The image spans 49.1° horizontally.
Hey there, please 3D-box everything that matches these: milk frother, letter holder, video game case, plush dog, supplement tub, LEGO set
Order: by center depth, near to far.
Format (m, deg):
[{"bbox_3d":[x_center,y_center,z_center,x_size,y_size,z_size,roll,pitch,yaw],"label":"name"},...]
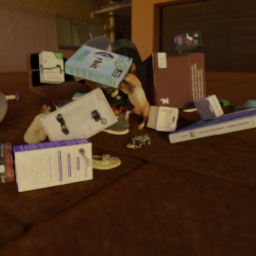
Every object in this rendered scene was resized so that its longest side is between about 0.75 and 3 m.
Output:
[{"bbox_3d":[-3.265,0.807,5.869,1.646,0.880,0.880,-5,16,-19],"label":"supplement tub"},{"bbox_3d":[0.359,0.382,8.636,0.664,0.290,1.023,4,15,13],"label":"LEGO set"},{"bbox_3d":[-2.280,0.046,8.718,1.266,1.182,1.474,30,24,5],"label":"plush dog"},{"bbox_3d":[3.103,-0.182,8.967,2.660,0.342,2.926,-15,2,36],"label":"video game case"},{"bbox_3d":[-2.367,-1.914,10.622,1.825,1.292,2.568,-6,-5,7],"label":"letter holder"},{"bbox_3d":[-0.750,-2.698,11.317,2.265,2.361,2.510,-36,46,0],"label":"milk frother"}]

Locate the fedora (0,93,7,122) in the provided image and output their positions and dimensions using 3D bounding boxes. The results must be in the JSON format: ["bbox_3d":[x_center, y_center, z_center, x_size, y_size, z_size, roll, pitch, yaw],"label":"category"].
[{"bbox_3d":[-3.989,-0.460,7.600,1.601,1.811,0.818,49,6,33],"label":"fedora"}]

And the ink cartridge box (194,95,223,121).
[{"bbox_3d":[2.795,-0.682,9.607,0.421,0.714,1.241,-25,1,-8],"label":"ink cartridge box"}]

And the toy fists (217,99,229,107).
[{"bbox_3d":[5.091,-1.384,15.359,0.478,0.322,0.937,-7,15,-29],"label":"toy fists"}]

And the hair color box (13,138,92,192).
[{"bbox_3d":[-1.593,0.761,6.043,1.571,0.859,0.509,-5,15,-22],"label":"hair color box"}]

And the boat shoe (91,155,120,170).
[{"bbox_3d":[-0.742,0.797,6.924,1.110,0.349,0.405,-1,15,-3],"label":"boat shoe"}]

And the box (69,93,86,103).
[{"bbox_3d":[-1.369,-0.654,9.409,1.093,0.653,2.656,3,15,-6],"label":"box"}]

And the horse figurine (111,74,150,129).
[{"bbox_3d":[0.146,-1.115,10.132,0.695,2.784,1.845,-27,8,32],"label":"horse figurine"}]

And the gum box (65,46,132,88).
[{"bbox_3d":[-0.841,-1.851,8.283,1.601,0.357,1.360,18,40,7],"label":"gum box"}]

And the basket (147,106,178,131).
[{"bbox_3d":[1.231,-0.339,10.034,0.842,0.834,0.677,5,7,-29],"label":"basket"}]

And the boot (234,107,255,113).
[{"bbox_3d":[5.314,-0.689,12.334,1.446,0.522,1.092,8,13,8],"label":"boot"}]

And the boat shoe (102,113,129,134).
[{"bbox_3d":[-1.187,-0.280,10.257,2.582,0.736,0.863,5,16,18],"label":"boat shoe"}]

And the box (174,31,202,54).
[{"bbox_3d":[2.088,-2.989,9.824,0.899,0.549,0.477,-10,0,9],"label":"box"}]

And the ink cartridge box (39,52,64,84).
[{"bbox_3d":[-2.133,-1.666,7.803,0.587,0.800,0.332,-4,1,-36],"label":"ink cartridge box"}]

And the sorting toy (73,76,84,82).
[{"bbox_3d":[-1.450,-2.029,9.280,0.914,0.823,0.488,-6,-11,30],"label":"sorting toy"}]

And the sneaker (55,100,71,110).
[{"bbox_3d":[-2.737,-1.151,13.472,1.993,0.807,0.736,10,18,33],"label":"sneaker"}]

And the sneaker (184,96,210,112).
[{"bbox_3d":[3.165,-1.254,13.855,1.983,0.813,0.741,-3,15,-12],"label":"sneaker"}]

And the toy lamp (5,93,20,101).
[{"bbox_3d":[-7.301,-1.716,16.146,0.581,0.581,1.998,13,19,40],"label":"toy lamp"}]

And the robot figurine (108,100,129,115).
[{"bbox_3d":[-1.133,-0.924,12.616,1.959,0.786,2.702,7,17,21],"label":"robot figurine"}]

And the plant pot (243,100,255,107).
[{"bbox_3d":[5.954,-1.035,13.518,0.850,0.572,0.850,0,14,0],"label":"plant pot"}]

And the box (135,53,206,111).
[{"bbox_3d":[1.684,-1.789,11.895,2.157,2.179,2.626,-3,1,-14],"label":"box"}]

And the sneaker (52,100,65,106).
[{"bbox_3d":[-3.308,-1.295,14.661,1.780,0.685,0.756,3,22,44],"label":"sneaker"}]

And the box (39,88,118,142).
[{"bbox_3d":[-1.331,-0.189,7.683,1.832,1.068,0.551,-29,1,2],"label":"box"}]
